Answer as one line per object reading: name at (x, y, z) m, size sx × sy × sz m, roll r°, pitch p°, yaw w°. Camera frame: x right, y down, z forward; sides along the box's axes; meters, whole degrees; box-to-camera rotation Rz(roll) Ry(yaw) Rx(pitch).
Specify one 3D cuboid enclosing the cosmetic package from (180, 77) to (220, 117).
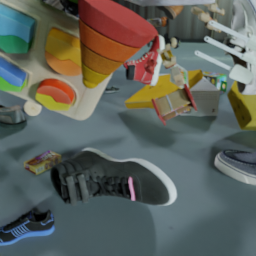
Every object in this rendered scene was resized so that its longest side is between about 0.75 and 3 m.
cosmetic package at (2.598, -1.396, 11.339) m, size 1.434 × 1.044 × 2.821 m, roll -1°, pitch 21°, yaw -1°

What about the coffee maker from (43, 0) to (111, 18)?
coffee maker at (-0.782, -2.183, 4.898) m, size 1.108 × 0.777 × 1.153 m, roll -9°, pitch 0°, yaw -40°

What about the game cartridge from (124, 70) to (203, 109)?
game cartridge at (1.317, -1.403, 10.459) m, size 2.172 × 0.400 × 2.464 m, roll -39°, pitch 24°, yaw -25°

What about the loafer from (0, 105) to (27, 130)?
loafer at (-4.458, -0.586, 9.605) m, size 2.571 × 0.809 × 0.924 m, roll 12°, pitch 25°, yaw 28°

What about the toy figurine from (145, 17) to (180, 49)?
toy figurine at (1.072, -3.163, 10.168) m, size 1.027 × 1.453 × 1.476 m, roll -14°, pitch -17°, yaw -19°

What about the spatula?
spatula at (1.715, -1.273, 4.696) m, size 1.081 × 0.752 × 0.087 m, roll 27°, pitch 30°, yaw 5°

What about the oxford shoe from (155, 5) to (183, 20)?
oxford shoe at (1.097, -4.002, 8.685) m, size 1.538 × 0.548 × 0.549 m, roll 49°, pitch 1°, yaw 17°

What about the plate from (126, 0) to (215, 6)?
plate at (-0.119, -3.195, 5.735) m, size 2.920 × 0.472 × 2.913 m, roll 7°, pitch 15°, yaw -32°

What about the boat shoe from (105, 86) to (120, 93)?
boat shoe at (-0.743, -1.891, 13.560) m, size 0.804 × 0.275 × 0.297 m, roll -9°, pitch 24°, yaw -22°

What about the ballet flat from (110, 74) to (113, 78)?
ballet flat at (-0.994, -1.416, 8.477) m, size 1.182 × 0.398 × 0.376 m, roll -22°, pitch -23°, yaw 18°

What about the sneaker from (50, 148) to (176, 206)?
sneaker at (-0.454, 1.128, 5.344) m, size 2.642 × 0.934 × 1.310 m, roll 12°, pitch 26°, yaw 40°

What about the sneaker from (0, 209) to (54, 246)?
sneaker at (-1.778, 1.622, 4.672) m, size 1.057 × 0.412 × 0.371 m, roll -8°, pitch 24°, yaw -19°

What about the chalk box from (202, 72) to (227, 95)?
chalk box at (3.987, -2.050, 13.114) m, size 1.478 × 0.922 × 0.916 m, roll 22°, pitch 31°, yaw 40°

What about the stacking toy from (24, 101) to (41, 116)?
stacking toy at (-3.689, -0.896, 10.845) m, size 0.614 × 0.614 × 1.439 m, roll -7°, pitch 16°, yaw -16°

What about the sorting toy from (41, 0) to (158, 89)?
sorting toy at (-0.771, -1.425, 3.608) m, size 0.953 × 0.947 × 2.749 m, roll 0°, pitch 39°, yaw -43°

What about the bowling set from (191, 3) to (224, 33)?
bowling set at (2.777, -3.800, 9.046) m, size 0.765 × 0.992 × 1.425 m, roll 9°, pitch 45°, yaw -29°

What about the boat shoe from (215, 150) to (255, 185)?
boat shoe at (3.295, 0.622, 6.008) m, size 2.718 × 1.260 × 1.015 m, roll 14°, pitch 26°, yaw 29°

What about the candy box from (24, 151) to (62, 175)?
candy box at (-2.079, 0.843, 6.865) m, size 0.456 × 0.221 × 0.782 m, roll 17°, pitch 29°, yaw 34°

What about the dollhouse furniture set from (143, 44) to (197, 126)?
dollhouse furniture set at (0.722, -0.809, 5.290) m, size 0.703 × 1.306 × 0.531 m, roll -23°, pitch -23°, yaw 12°

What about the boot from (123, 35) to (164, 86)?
boot at (0.400, -1.921, 7.626) m, size 0.996 × 1.380 × 0.500 m, roll 12°, pitch 4°, yaw -14°

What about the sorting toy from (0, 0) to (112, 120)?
sorting toy at (-1.596, -1.095, 4.888) m, size 2.566 × 2.375 × 0.468 m, roll 18°, pitch 54°, yaw -15°

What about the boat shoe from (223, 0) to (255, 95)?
boat shoe at (2.897, -2.114, 7.084) m, size 0.924 × 2.647 × 0.938 m, roll -9°, pitch -2°, yaw -5°

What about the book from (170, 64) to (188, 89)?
book at (1.477, -1.511, 8.139) m, size 0.200 × 0.557 × 0.833 m, roll -4°, pitch -10°, yaw 38°

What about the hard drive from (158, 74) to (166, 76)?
hard drive at (2.889, -2.731, 15.596) m, size 2.402 × 0.316 × 1.584 m, roll 0°, pitch 22°, yaw -1°

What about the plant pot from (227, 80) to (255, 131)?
plant pot at (4.161, -0.897, 8.498) m, size 1.703 × 1.931 × 1.931 m, roll -17°, pitch -16°, yaw 3°
